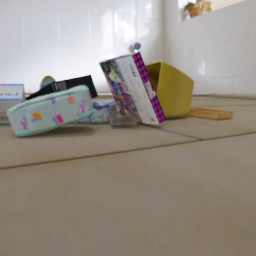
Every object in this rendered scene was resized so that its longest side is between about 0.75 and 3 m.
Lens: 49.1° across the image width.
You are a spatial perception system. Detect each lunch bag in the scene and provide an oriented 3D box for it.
[{"bbox_3d":[-1.616,-0.747,12.710,1.942,0.916,2.424,0,8,13],"label":"lunch bag"},{"bbox_3d":[-2.575,-0.648,9.838,2.845,1.097,2.282,-17,12,-9],"label":"lunch bag"}]

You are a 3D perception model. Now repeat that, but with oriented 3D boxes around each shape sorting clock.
[{"bbox_3d":[-4.192,-1.753,15.021,0.413,2.104,2.104,-3,9,11],"label":"shape sorting clock"}]

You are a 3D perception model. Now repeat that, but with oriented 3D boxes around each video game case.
[{"bbox_3d":[0.102,-1.509,11.165,0.503,2.811,2.548,-34,22,-26],"label":"video game case"}]

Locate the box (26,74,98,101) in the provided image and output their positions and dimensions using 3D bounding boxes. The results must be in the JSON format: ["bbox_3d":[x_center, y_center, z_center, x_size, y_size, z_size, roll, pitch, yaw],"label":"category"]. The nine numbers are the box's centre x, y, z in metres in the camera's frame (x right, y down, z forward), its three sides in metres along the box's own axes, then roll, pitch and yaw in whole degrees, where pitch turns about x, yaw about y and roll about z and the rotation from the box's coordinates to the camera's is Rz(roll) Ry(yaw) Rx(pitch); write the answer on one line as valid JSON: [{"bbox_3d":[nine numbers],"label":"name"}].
[{"bbox_3d":[-3.135,-1.429,13.040,2.085,1.165,2.954,-19,4,-41],"label":"box"}]

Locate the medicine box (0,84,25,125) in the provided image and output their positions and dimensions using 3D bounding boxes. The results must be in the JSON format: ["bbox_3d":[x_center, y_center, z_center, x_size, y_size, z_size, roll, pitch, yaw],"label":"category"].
[{"bbox_3d":[-5.572,-1.058,12.120,2.049,1.158,2.250,-3,26,-17],"label":"medicine box"}]

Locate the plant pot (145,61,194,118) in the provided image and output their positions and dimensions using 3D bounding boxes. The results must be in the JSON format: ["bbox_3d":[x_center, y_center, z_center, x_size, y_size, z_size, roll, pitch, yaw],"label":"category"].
[{"bbox_3d":[1.744,-1.658,13.801,2.239,2.538,2.539,8,2,-26],"label":"plant pot"}]

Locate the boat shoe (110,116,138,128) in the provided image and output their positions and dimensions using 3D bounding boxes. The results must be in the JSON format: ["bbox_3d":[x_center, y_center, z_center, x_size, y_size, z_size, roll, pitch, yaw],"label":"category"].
[{"bbox_3d":[-0.171,-0.226,10.814,1.075,0.400,0.394,-1,-20,-1],"label":"boat shoe"}]

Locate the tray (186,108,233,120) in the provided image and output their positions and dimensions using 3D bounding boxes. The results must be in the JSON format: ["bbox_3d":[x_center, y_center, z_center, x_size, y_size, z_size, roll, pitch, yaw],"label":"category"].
[{"bbox_3d":[3.951,-0.713,14.013,1.075,0.403,2.179,-7,11,-35],"label":"tray"}]
